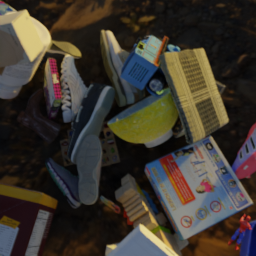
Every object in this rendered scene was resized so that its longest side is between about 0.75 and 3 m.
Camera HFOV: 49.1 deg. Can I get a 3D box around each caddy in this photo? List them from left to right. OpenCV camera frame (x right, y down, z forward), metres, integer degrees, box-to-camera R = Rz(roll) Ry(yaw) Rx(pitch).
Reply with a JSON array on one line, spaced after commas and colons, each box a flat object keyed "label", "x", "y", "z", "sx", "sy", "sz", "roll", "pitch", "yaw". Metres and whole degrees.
[{"label": "caddy", "x": 3.783, "y": 3.312, "z": 7.512, "sx": 1.281, "sy": 0.951, "sz": 1.812, "roll": 14, "pitch": 70, "yaw": 6}]

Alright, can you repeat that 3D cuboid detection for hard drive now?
[{"label": "hard drive", "x": -0.009, "y": 3.725, "z": 6.363, "sx": 1.828, "sy": 0.370, "sz": 2.772, "roll": 42, "pitch": 99, "yaw": -6}]

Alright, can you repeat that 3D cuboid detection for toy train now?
[{"label": "toy train", "x": 0.806, "y": -2.129, "z": 8.936, "sx": 1.576, "sy": 1.196, "sz": 2.759, "roll": 33, "pitch": 38, "yaw": -9}]

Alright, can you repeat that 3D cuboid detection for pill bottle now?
[{"label": "pill bottle", "x": -3.565, "y": -2.136, "z": 8.735, "sx": 1.428, "sy": 2.497, "sz": 1.428, "roll": 26, "pitch": 38, "yaw": -23}]

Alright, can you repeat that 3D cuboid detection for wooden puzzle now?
[{"label": "wooden puzzle", "x": -0.501, "y": 2.147, "z": 7.806, "sx": 0.611, "sy": 1.031, "sz": 0.072, "roll": 31, "pitch": 68, "yaw": 13}]

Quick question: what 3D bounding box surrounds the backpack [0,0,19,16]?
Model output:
[{"label": "backpack", "x": -4.547, "y": -3.511, "z": 9.566, "sx": 2.341, "sy": 2.078, "sz": 1.762, "roll": 29, "pitch": 76, "yaw": 2}]

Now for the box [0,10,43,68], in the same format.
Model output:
[{"label": "box", "x": -3.469, "y": -2.148, "z": 7.131, "sx": 2.243, "sy": 1.065, "sz": 0.872, "roll": -6, "pitch": 40, "yaw": 16}]

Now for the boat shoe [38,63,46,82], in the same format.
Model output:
[{"label": "boat shoe", "x": -2.878, "y": -1.905, "z": 9.724, "sx": 0.263, "sy": 0.779, "sz": 0.280, "roll": -9, "pitch": 55, "yaw": -48}]

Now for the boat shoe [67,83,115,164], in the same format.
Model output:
[{"label": "boat shoe", "x": -1.299, "y": -0.178, "z": 8.812, "sx": 0.801, "sy": 1.004, "sz": 2.655, "roll": 20, "pitch": 74, "yaw": 22}]

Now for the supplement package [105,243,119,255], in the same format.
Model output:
[{"label": "supplement package", "x": -0.118, "y": 3.502, "z": 7.279, "sx": 0.620, "sy": 0.843, "sz": 0.806, "roll": 6, "pitch": 87, "yaw": 45}]

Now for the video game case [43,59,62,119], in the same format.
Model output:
[{"label": "video game case", "x": -2.485, "y": -1.237, "z": 9.075, "sx": 0.266, "sy": 1.347, "sz": 1.486, "roll": -4, "pitch": 66, "yaw": -27}]

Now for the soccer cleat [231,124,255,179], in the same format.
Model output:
[{"label": "soccer cleat", "x": 4.034, "y": 0.493, "z": 8.765, "sx": 2.696, "sy": 0.899, "sz": 1.031, "roll": -43, "pitch": 43, "yaw": -9}]

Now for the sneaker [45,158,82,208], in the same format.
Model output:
[{"label": "sneaker", "x": -1.799, "y": 1.533, "z": 8.454, "sx": 0.754, "sy": 0.641, "sz": 1.722, "roll": -33, "pitch": 83, "yaw": -23}]

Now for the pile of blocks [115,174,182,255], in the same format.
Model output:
[{"label": "pile of blocks", "x": 0.435, "y": 2.602, "z": 7.928, "sx": 0.803, "sy": 1.060, "sz": 2.583, "roll": -39, "pitch": 67, "yaw": 17}]

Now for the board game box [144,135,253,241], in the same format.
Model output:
[{"label": "board game box", "x": 1.983, "y": 1.704, "z": 8.209, "sx": 2.247, "sy": 0.641, "sz": 2.295, "roll": -22, "pitch": 69, "yaw": -11}]

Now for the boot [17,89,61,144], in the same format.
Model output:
[{"label": "boot", "x": -2.649, "y": -0.359, "z": 9.037, "sx": 1.447, "sy": 0.465, "sz": 1.348, "roll": 32, "pitch": 90, "yaw": 9}]

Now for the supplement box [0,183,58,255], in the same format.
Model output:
[{"label": "supplement box", "x": -3.540, "y": 2.770, "z": 7.328, "sx": 2.465, "sy": 1.659, "sz": 2.499, "roll": 12, "pitch": 69, "yaw": 4}]

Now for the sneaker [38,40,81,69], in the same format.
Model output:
[{"label": "sneaker", "x": -2.565, "y": -2.553, "z": 9.995, "sx": 1.559, "sy": 1.127, "sz": 0.593, "roll": 3, "pitch": 63, "yaw": -44}]

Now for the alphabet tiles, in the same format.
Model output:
[{"label": "alphabet tiles", "x": -1.271, "y": 0.620, "z": 9.030, "sx": 1.745, "sy": 0.066, "sz": 1.459, "roll": -13, "pitch": 70, "yaw": -5}]

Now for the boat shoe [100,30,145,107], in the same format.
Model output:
[{"label": "boat shoe", "x": -0.243, "y": -2.107, "z": 9.634, "sx": 0.960, "sy": 1.049, "sz": 2.806, "roll": -15, "pitch": 78, "yaw": -10}]

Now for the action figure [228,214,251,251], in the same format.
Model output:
[{"label": "action figure", "x": 2.949, "y": 2.638, "z": 7.233, "sx": 0.319, "sy": 0.977, "sz": 0.483, "roll": 32, "pitch": 28, "yaw": 33}]

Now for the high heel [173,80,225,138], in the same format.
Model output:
[{"label": "high heel", "x": 1.771, "y": -0.943, "z": 9.286, "sx": 1.808, "sy": 0.906, "sz": 2.537, "roll": 36, "pitch": 72, "yaw": 21}]

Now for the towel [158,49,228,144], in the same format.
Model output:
[{"label": "towel", "x": 1.945, "y": -1.039, "z": 8.223, "sx": 2.527, "sy": 0.453, "sz": 2.625, "roll": -22, "pitch": 93, "yaw": -46}]

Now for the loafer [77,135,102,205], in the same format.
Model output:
[{"label": "loafer", "x": -1.109, "y": 1.222, "z": 8.178, "sx": 0.712, "sy": 0.622, "sz": 1.979, "roll": 0, "pitch": 74, "yaw": 4}]

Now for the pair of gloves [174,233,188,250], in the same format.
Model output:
[{"label": "pair of gloves", "x": 1.326, "y": 3.768, "z": 7.706, "sx": 1.239, "sy": 0.255, "sz": 1.457, "roll": -26, "pitch": 72, "yaw": -10}]

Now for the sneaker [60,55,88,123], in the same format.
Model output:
[{"label": "sneaker", "x": -1.802, "y": -1.324, "z": 9.431, "sx": 0.961, "sy": 0.891, "sz": 2.372, "roll": -3, "pitch": 75, "yaw": -11}]

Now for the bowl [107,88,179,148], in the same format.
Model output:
[{"label": "bowl", "x": 0.661, "y": -0.160, "z": 8.399, "sx": 2.304, "sy": 2.304, "sz": 1.240, "roll": -31, "pitch": 98, "yaw": -11}]
